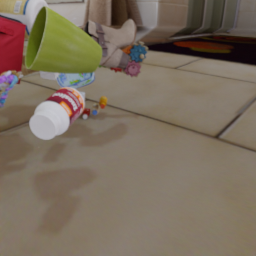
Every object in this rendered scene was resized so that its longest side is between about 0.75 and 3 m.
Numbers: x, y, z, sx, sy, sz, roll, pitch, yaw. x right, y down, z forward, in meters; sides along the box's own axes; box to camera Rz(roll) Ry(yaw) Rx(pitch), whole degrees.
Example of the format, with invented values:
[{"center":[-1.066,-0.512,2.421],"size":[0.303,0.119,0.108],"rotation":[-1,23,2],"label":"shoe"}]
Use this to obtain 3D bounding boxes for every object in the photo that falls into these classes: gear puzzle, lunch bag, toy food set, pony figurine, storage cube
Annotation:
[{"center":[-0.666,-2.815,10.511],"size":[2.722,1.410,0.356],"rotation":[14,30,-13],"label":"gear puzzle"},{"center":[-1.948,-2.138,9.487],"size":[1.299,1.616,0.666],"rotation":[-22,-6,-1],"label":"lunch bag"},{"center":[-1.809,-0.894,11.429],"size":[1.815,0.867,0.817],"rotation":[7,26,-5],"label":"toy food set"},{"center":[-3.785,-0.939,7.052],"size":[1.853,1.543,1.789],"rotation":[-28,-6,31],"label":"pony figurine"},{"center":[-4.001,-2.146,7.928],"size":[1.611,1.695,1.885],"rotation":[5,1,-38],"label":"storage cube"}]

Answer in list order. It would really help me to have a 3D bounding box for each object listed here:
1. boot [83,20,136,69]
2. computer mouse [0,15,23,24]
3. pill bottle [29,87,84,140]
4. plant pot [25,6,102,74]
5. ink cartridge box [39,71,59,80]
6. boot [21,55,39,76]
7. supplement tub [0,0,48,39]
[{"center":[-0.612,-2.875,8.761],"size":[1.582,2.164,0.760],"rotation":[22,-29,-30],"label":"boot"},{"center":[-4.243,-3.375,9.240],"size":[1.126,0.429,1.627],"rotation":[-11,-8,43],"label":"computer mouse"},{"center":[-1.393,-0.292,5.557],"size":[0.698,0.698,1.236],"rotation":[6,30,12],"label":"pill bottle"},{"center":[-1.383,-1.778,6.323],"size":[1.454,1.360,1.360],"rotation":[12,16,-33],"label":"plant pot"},{"center":[-2.088,-2.083,7.914],"size":[0.442,0.768,1.326],"rotation":[10,51,1],"label":"ink cartridge box"},{"center":[-3.433,-2.732,10.696],"size":[2.483,0.821,2.174],"rotation":[-20,52,-9],"label":"boot"},{"center":[-4.181,-4.178,10.583],"size":[2.093,1.514,1.514],"rotation":[9,27,11],"label":"supplement tub"}]
